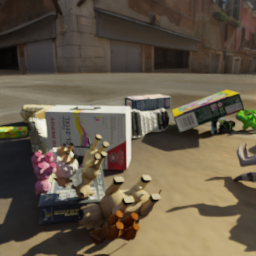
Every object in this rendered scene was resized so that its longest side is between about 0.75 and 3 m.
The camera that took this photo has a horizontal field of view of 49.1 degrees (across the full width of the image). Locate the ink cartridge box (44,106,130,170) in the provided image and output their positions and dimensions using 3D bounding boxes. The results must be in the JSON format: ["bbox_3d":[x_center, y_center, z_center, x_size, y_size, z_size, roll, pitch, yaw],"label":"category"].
[{"bbox_3d":[-1.123,0.266,8.130,2.312,1.685,0.957,1,15,8],"label":"ink cartridge box"}]

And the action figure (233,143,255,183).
[{"bbox_3d":[4.115,1.070,6.882,2.607,1.410,2.695,16,-7,28],"label":"action figure"}]

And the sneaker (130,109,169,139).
[{"bbox_3d":[0.346,-0.201,11.434,3.000,1.127,1.216,-5,5,-44],"label":"sneaker"}]

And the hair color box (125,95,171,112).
[{"bbox_3d":[1.159,-1.488,16.642,2.487,0.753,1.244,-7,16,-26],"label":"hair color box"}]

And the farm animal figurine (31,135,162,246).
[{"bbox_3d":[-0.672,1.187,5.232,2.199,1.106,1.776,38,34,11],"label":"farm animal figurine"}]

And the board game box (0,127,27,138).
[{"bbox_3d":[-4.685,0.182,11.215,1.161,0.277,0.590,-3,15,-11],"label":"board game box"}]

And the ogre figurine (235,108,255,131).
[{"bbox_3d":[5.280,-0.359,12.060,0.950,0.777,1.584,-24,69,-36],"label":"ogre figurine"}]

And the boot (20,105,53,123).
[{"bbox_3d":[-4.007,-0.503,12.432,2.095,0.981,2.695,5,14,18],"label":"boot"}]

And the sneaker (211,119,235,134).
[{"bbox_3d":[3.951,-0.106,11.653,0.704,0.603,1.700,4,10,43],"label":"sneaker"}]

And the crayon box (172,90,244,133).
[{"bbox_3d":[3.230,-0.751,11.833,2.619,0.764,2.260,-20,6,11],"label":"crayon box"}]

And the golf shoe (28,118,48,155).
[{"bbox_3d":[-2.758,0.191,9.816,1.359,1.094,2.795,0,15,-22],"label":"golf shoe"}]

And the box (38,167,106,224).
[{"bbox_3d":[-1.190,1.413,6.215,1.360,0.440,1.725,-2,15,-10],"label":"box"}]
